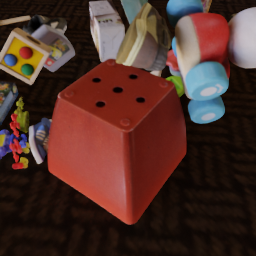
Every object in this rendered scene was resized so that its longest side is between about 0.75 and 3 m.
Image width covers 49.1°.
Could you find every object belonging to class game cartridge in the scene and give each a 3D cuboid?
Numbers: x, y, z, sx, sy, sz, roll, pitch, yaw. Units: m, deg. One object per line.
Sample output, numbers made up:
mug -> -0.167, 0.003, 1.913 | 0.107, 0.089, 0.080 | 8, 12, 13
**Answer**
game cartridge -> -2.280, -2.341, 8.342 | 1.098, 1.650, 0.337 | -41, 72, 7

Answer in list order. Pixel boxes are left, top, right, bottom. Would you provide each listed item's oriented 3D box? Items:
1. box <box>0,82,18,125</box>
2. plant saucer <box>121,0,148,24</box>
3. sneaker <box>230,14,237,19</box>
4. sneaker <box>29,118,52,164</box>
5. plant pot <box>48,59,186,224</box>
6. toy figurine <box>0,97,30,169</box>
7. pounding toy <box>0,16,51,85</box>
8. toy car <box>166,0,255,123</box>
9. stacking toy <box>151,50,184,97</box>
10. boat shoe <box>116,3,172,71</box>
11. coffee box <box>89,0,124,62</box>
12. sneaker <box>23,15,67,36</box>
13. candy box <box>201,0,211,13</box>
box -> -5.348, -0.836, 9.340 | 2.713, 0.511, 1.853 | 3, 46, 3
plant saucer -> 0.380, -3.562, 8.604 | 0.462, 2.572, 2.572 | -19, 43, 17
sneaker -> 2.971, -2.796, 7.056 | 0.832, 0.355, 0.325 | -6, 75, -13
sneaker -> -2.262, 0.297, 8.173 | 1.088, 0.598, 1.486 | -17, 43, -10
plant pot -> -0.248, 0.010, 7.098 | 2.910, 2.564, 2.907 | 27, 51, 24
toy figurine -> -3.614, 0.219, 7.949 | 1.319, 1.161, 2.202 | -11, 46, -3
pounding toy -> -2.731, -2.073, 6.841 | 1.560, 1.370, 0.714 | 29, 19, -23
toy car -> 2.425, -1.741, 6.304 | 2.604, 2.303, 2.400 | -13, 64, 10
stacking toy -> 1.935, -1.809, 10.380 | 1.987, 0.927, 2.195 | -38, 49, 1
boat shoe -> 0.432, -1.900, 6.058 | 0.974, 1.059, 2.964 | 29, 30, -9
coffee box -> -0.923, -4.178, 11.913 | 1.044, 1.478, 2.615 | -10, 47, -10
sneaker -> -3.658, -4.505, 12.421 | 0.888, 1.209, 2.671 | 22, 50, 19
candy box -> 1.850, -3.192, 7.500 | 0.480, 1.699, 0.991 | 27, 76, 9
